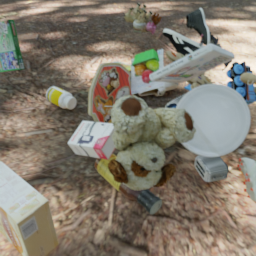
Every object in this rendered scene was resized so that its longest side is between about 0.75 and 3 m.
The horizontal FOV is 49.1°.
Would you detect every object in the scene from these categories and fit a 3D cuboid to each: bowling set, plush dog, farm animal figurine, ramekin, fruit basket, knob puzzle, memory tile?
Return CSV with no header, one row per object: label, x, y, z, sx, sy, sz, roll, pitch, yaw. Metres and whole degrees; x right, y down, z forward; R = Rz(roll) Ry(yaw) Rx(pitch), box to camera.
bowling set,5.093,-1.428,9.513,2.192,1.525,1.177,-25,22,-2
plush dog,0.254,0.468,6.459,2.234,1.919,1.793,11,-12,-34
farm animal figurine,0.513,-4.073,10.862,1.328,0.827,1.645,34,38,-2
ramekin,2.320,-0.214,8.084,2.060,2.060,0.959,4,3,5
fruit basket,0.673,-1.922,9.693,1.295,1.399,0.656,-11,-15,31
knob puzzle,-0.503,-1.148,9.303,0.345,2.486,2.486,21,42,33
memory tile,2.807,-2.289,11.914,2.038,0.223,2.660,-1,51,-44

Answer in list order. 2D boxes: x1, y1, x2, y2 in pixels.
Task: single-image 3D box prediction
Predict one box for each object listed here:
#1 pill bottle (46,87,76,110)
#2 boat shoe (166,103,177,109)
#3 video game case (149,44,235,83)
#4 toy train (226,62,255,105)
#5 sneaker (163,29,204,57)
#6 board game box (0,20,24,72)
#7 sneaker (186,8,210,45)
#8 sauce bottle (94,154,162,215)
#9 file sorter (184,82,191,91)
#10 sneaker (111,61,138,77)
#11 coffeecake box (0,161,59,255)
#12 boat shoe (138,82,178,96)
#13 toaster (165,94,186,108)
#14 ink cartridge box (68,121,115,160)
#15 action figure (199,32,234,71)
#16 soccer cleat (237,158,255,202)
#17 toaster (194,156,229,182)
pill bottle,-3.144,-1.390,13.282,1.431,0.796,0.796,26,44,31
boat shoe,1.164,-0.350,9.467,0.657,1.560,0.536,-1,55,-28
video game case,1.956,-1.830,8.372,1.945,0.253,2.136,-22,-7,35
toy train,4.333,-1.680,10.667,0.973,0.738,1.703,2,78,-15
sneaker,2.464,-3.847,13.750,2.416,1.351,0.883,36,22,27
board game box,-4.273,-2.842,9.842,1.115,1.657,0.241,2,18,32
sneaker,2.345,-3.361,9.535,0.641,1.292,0.457,-16,-1,0
sauce bottle,-0.016,1.768,9.142,0.875,0.875,2.651,-29,48,-33
file sorter,3.473,-2.250,14.644,0.591,0.523,0.852,-30,46,-34
sneaker,-0.276,-3.050,15.395,2.330,0.911,1.052,-3,40,-5
coffeecake box,-3.146,2.205,7.626,2.499,1.919,0.913,27,44,31
boat shoe,1.535,-1.955,14.207,2.185,0.775,0.763,-5,64,-12
toaster,2.512,-0.597,11.917,2.126,1.208,1.373,-29,41,-19
ink cartridge box,-1.041,0.358,8.731,1.371,0.578,0.992,6,52,33
action figure,3.322,-3.082,11.080,0.890,1.037,1.745,-42,79,-6
soccer cleat,4.243,1.676,9.421,0.739,0.660,1.905,6,35,4
toaster,2.872,1.332,9.804,0.793,0.698,1.228,-12,40,-12
